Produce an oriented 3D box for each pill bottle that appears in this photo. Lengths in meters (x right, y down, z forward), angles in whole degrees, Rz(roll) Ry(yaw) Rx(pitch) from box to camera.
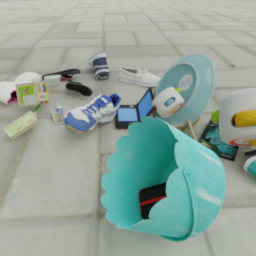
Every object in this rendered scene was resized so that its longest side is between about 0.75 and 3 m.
[{"bbox_3d":[-1.885,-0.195,10.064,0.546,0.546,0.987,-21,37,-30],"label":"pill bottle"}]

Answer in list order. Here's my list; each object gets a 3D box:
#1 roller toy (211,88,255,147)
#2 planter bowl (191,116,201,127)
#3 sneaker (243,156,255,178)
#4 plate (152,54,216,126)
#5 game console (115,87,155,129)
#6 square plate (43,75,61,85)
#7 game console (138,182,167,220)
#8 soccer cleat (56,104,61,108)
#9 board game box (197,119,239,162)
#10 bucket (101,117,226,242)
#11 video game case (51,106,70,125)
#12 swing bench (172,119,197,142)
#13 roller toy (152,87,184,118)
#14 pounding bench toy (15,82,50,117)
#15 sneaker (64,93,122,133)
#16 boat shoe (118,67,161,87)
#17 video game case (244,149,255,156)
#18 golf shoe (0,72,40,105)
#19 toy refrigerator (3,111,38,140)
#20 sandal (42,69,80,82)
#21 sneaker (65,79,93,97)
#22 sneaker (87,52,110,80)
[{"bbox_3d":[3.677,-0.196,8.165,1.940,1.486,2.127,3,-13,-9],"label":"roller toy"},{"bbox_3d":[2.191,-0.415,10.190,1.377,0.574,1.377,-27,20,11],"label":"planter bowl"},{"bbox_3d":[4.259,1.139,7.784,1.748,0.731,1.055,-12,33,-16],"label":"sneaker"},{"bbox_3d":[1.743,-1.306,9.879,0.376,2.943,2.943,22,20,-33],"label":"plate"},{"bbox_3d":[0.213,-0.784,10.564,1.439,0.991,1.670,0,33,-3],"label":"game console"},{"bbox_3d":[-3.552,-2.208,13.076,0.758,0.765,0.109,-11,74,-23],"label":"square plate"},{"bbox_3d":[0.699,1.677,6.519,0.920,0.143,0.813,-19,42,10],"label":"game console"},{"bbox_3d":[-2.740,-0.681,11.037,0.268,0.333,0.782,-6,32,-8],"label":"soccer cleat"},{"bbox_3d":[3.133,0.350,9.471,1.273,0.265,1.882,16,35,23],"label":"board game box"},{"bbox_3d":[0.711,1.132,6.024,1.633,2.510,2.510,25,23,-26],"label":"bucket"},{"bbox_3d":[-2.521,-0.479,10.720,0.711,0.086,0.781,-11,54,-18],"label":"video game case"},{"bbox_3d":[1.354,0.502,7.986,1.146,0.744,1.140,-12,70,-8],"label":"swing bench"},{"bbox_3d":[1.291,-0.772,9.000,0.903,0.990,0.692,-24,72,-41],"label":"roller toy"},{"bbox_3d":[-3.683,-1.081,11.097,0.849,1.367,1.066,-5,6,13],"label":"pounding bench toy"},{"bbox_3d":[-1.158,-0.661,9.594,0.979,1.146,2.600,41,29,10],"label":"sneaker"},{"bbox_3d":[0.610,-2.543,13.586,2.275,0.748,0.819,15,35,22],"label":"boat shoe"},{"bbox_3d":[4.513,0.565,8.605,1.499,0.142,1.071,-12,-9,-18],"label":"video game case"},{"bbox_3d":[-4.701,-1.684,12.304,1.113,0.916,2.433,33,45,20],"label":"golf shoe"},{"bbox_3d":[-3.673,-0.082,9.627,1.067,0.373,0.405,-37,79,-19],"label":"toy refrigerator"},{"bbox_3d":[-3.303,-2.580,14.032,2.038,0.459,0.765,-8,25,12],"label":"sandal"},{"bbox_3d":[-2.167,-1.793,12.424,1.533,0.460,0.799,18,17,10],"label":"sneaker"},{"bbox_3d":[-1.526,-3.043,14.504,0.802,1.241,2.287,-13,4,-15],"label":"sneaker"}]
